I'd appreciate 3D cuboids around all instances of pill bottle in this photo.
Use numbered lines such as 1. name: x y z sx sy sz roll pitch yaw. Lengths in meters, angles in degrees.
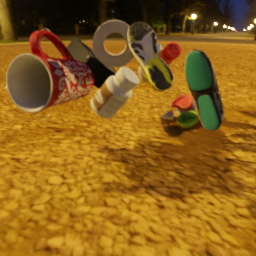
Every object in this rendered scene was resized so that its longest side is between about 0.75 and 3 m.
1. pill bottle: -0.330 -0.894 7.133 0.738 1.291 0.738 29 35 -23

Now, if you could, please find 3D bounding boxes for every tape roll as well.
1. tape roll: -0.497 -3.182 10.635 1.694 1.694 0.559 -1 23 -2

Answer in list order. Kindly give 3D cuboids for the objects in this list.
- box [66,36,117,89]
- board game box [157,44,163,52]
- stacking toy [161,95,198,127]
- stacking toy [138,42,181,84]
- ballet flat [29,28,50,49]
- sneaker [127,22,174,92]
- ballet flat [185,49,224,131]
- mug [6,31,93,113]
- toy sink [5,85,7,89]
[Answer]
1. box: -1.602 -2.730 12.190 1.819 1.017 2.578 34 13 -39
2. board game box: 1.588 -3.758 14.137 0.193 0.734 0.959 2 2 15
3. stacking toy: 2.836 -0.565 12.937 1.968 0.918 2.174 -42 37 -21
4. stacking toy: 1.268 -2.534 10.824 0.960 0.960 2.250 -12 -8 -27
5. ballet flat: -3.200 -3.201 9.949 0.340 0.964 0.315 45 -2 19
6. sneaker: 0.678 -2.426 9.996 1.004 2.695 1.140 -21 -6 -5
7. ballet flat: 2.058 -1.043 7.462 0.803 2.233 0.803 -17 19 6
8. mug: -2.362 -1.833 9.563 1.800 2.395 2.698 33 22 15
9. toy sink: -3.890 -1.786 10.194 0.655 1.169 0.762 34 -9 -29
